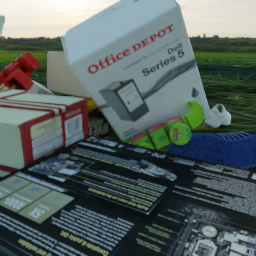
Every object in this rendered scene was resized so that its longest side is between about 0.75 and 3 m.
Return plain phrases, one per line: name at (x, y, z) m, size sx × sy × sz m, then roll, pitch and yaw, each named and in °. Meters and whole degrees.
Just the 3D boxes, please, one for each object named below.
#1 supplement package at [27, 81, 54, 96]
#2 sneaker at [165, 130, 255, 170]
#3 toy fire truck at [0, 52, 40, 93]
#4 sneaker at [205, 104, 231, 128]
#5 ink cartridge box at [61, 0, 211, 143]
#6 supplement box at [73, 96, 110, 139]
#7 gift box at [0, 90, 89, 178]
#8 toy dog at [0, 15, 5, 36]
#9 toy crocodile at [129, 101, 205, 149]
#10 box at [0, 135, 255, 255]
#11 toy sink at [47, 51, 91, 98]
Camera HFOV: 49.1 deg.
supplement package at (-2.855, -1.058, 8.701) m, size 0.586 × 0.584 × 1.000 m, roll 36°, pitch 2°, yaw 11°
sneaker at (2.048, 0.523, 5.677) m, size 2.565 × 0.900 × 0.999 m, roll -6°, pitch -12°, yaw 10°
toy fire truck at (-2.992, -1.278, 7.321) m, size 2.011 × 0.490 × 1.418 m, roll -16°, pitch 41°, yaw 39°
sneaker at (2.805, -0.401, 8.380) m, size 0.502 × 0.668 × 1.341 m, roll 30°, pitch 28°, yaw 30°
ink cartridge box at (0.289, -1.002, 5.746) m, size 2.054 × 2.824 × 1.186 m, roll -28°, pitch 45°, yaw 6°
supplement box at (-1.088, -0.155, 7.022) m, size 0.738 × 1.112 × 1.097 m, roll -19°, pitch 25°, yaw -40°
gift box at (-1.822, 0.223, 4.588) m, size 1.934 × 2.072 × 1.911 m, roll 6°, pitch 14°, yaw 21°
toy dog at (-3.967, -1.540, 5.323) m, size 2.447 × 2.372 × 1.707 m, roll 19°, pitch -36°, yaw -30°
toy crocodile at (0.604, 0.185, 5.673) m, size 2.077 × 0.641 × 0.701 m, roll -29°, pitch 3°, yaw 11°
box at (0.043, 1.187, 2.899) m, size 2.805 × 1.208 × 2.297 m, roll 11°, pitch 21°, yaw 29°
toy sink at (-1.272, -1.423, 7.367) m, size 1.607 × 1.047 × 0.900 m, roll 14°, pitch 16°, yaw 35°
